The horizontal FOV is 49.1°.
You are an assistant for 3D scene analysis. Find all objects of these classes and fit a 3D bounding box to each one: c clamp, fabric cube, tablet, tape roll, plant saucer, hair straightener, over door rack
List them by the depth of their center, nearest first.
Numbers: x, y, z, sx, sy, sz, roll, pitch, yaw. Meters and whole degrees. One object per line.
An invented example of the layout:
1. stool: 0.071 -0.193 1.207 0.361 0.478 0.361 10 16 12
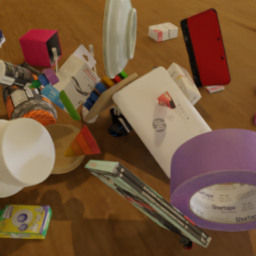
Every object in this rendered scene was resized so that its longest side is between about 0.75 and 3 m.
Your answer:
1. tape roll: 2.066 1.180 5.849 2.367 2.367 1.006 5 46 6
2. hair straightener: 1.401 2.142 6.632 0.272 0.511 1.327 -15 33 33
3. plant saucer: -0.136 -2.289 6.826 0.553 2.205 2.205 6 42 5
4. tablet: 1.118 -0.212 8.096 1.943 0.204 2.985 -33 81 -17
5. over door rack: -2.054 -2.193 11.186 1.681 0.758 2.276 -8 63 -9
6. c clamp: -4.215 -2.348 11.939 1.866 0.253 1.594 27 54 25
7. fabric cube: -3.864 -3.572 12.515 1.260 1.264 1.240 7 43 11

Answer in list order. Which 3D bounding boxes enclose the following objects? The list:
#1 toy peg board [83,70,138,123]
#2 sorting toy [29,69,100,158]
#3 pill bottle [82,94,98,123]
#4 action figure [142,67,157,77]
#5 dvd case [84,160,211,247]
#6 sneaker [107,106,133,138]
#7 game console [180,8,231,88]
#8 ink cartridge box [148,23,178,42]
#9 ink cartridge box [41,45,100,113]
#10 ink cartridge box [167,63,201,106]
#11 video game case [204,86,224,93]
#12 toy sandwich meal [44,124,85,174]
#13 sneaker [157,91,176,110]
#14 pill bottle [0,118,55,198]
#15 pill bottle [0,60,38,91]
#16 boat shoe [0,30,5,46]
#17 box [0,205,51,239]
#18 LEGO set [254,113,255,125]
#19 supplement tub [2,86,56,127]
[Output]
1. toy peg board: -0.748 -1.161 8.716 0.776 1.587 1.580 49 51 3
2. sorting toy: -1.448 -0.209 6.109 0.750 2.177 0.755 -31 8 -9
3. pill bottle: -1.303 -0.670 9.753 0.578 0.578 1.062 -1 42 -1
4. action figure: 0.935 -1.528 9.235 1.031 0.550 1.585 25 27 1
5. dvd case: 0.304 1.469 5.713 2.407 1.757 0.265 42 71 -15
6. sneaker: -0.435 -0.186 9.235 0.844 0.551 1.509 -41 36 -11
7. game console: 2.922 -2.836 10.055 1.484 2.501 2.155 -7 17 33
8. ink cartridge box: 1.834 -5.023 14.680 1.261 0.522 0.924 -19 45 -20
9. ink cartridge box: -1.440 -1.300 7.735 0.578 0.988 1.703 37 87 27
10. ink cartridge box: 1.691 -1.138 9.686 0.721 1.245 2.138 24 34 -26
11. video game case: 3.330 -1.729 11.281 0.649 0.079 0.908 -16 42 -13
12. toy sandwich meal: -2.007 0.605 8.122 1.767 0.605 1.767 7 57 -11
13. sneaker: 1.029 -0.675 7.659 0.404 0.343 0.931 -28 25 8
14. pill bottle: -3.296 0.784 6.460 2.999 1.745 1.745 -13 36 26
15. pill bottle: -2.557 -1.155 6.413 0.529 0.529 0.996 32 10 31
16. boat shoe: -6.577 -4.409 13.927 0.492 0.612 1.319 -2 41 -2
17. box: -2.567 2.233 6.707 1.273 0.308 0.747 0 41 2
18. LEGO set: 5.222 -1.224 9.991 1.011 1.088 2.651 14 43 14
19. supplement tub: -3.190 -0.643 9.099 1.412 1.412 2.305 -19 46 -20
